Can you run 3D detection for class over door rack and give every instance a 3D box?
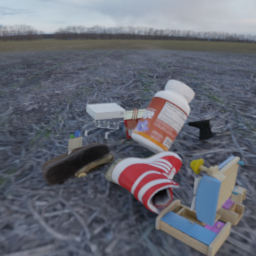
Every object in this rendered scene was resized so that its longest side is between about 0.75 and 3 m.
[{"bbox_3d":[-1.202,0.000,13.254,1.135,0.512,1.536,6,20,18],"label":"over door rack"}]

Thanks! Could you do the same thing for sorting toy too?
[{"bbox_3d":[-2.076,0.718,11.069,0.681,1.210,0.165,-15,-29,25],"label":"sorting toy"}]

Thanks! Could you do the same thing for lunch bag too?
[{"bbox_3d":[-0.168,1.538,9.166,0.990,0.690,0.830,17,35,26],"label":"lunch bag"}]

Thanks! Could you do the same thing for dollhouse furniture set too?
[{"bbox_3d":[1.896,1.475,7.014,1.549,2.373,2.240,19,28,37],"label":"dollhouse furniture set"}]

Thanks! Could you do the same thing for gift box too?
[{"bbox_3d":[0.477,-0.185,13.008,1.228,1.133,1.146,-2,24,6],"label":"gift box"}]

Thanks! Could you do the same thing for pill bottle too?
[{"bbox_3d":[1.398,-0.415,10.812,1.514,2.700,1.514,30,-6,4],"label":"pill bottle"}]

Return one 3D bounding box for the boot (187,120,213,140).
[{"bbox_3d":[3.225,0.111,12.519,1.074,0.880,0.397,-7,1,22],"label":"boot"}]

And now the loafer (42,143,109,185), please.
[{"bbox_3d":[-1.864,1.081,9.899,2.646,0.966,0.939,-16,23,-35],"label":"loafer"}]

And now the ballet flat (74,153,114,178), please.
[{"bbox_3d":[-1.020,1.214,8.787,1.408,0.326,0.474,-27,-9,-28],"label":"ballet flat"}]

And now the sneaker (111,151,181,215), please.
[{"bbox_3d":[1.060,1.566,8.294,2.978,1.061,1.675,-3,30,-46],"label":"sneaker"}]

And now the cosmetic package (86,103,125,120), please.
[{"bbox_3d":[-1.014,-0.757,12.602,1.442,0.373,1.087,-6,27,-28],"label":"cosmetic package"}]
